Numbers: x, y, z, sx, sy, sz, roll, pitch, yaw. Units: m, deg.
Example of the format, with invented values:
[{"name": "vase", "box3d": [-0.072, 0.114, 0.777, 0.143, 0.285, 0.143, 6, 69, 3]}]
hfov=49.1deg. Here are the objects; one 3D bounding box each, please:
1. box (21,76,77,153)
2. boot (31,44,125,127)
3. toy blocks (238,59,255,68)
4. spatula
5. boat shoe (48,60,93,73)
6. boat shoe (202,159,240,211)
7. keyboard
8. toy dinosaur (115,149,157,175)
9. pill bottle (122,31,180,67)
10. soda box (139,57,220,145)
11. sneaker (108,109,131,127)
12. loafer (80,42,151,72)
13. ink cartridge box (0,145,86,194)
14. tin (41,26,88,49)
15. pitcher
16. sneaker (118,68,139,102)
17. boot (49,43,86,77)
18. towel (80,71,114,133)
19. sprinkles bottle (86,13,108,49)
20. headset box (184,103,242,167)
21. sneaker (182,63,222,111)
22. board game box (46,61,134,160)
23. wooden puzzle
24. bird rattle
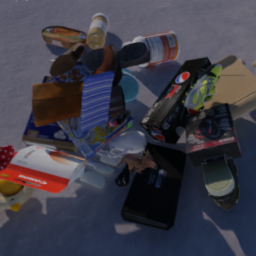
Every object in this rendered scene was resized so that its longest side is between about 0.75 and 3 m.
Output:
[{"name": "box", "box3d": [-2.228, -0.739, 9.379, 1.783, 0.477, 2.943, 8, 66, 10]}, {"name": "boot", "box3d": [-1.517, -1.324, 8.499, 2.705, 0.926, 2.547, -8, 69, 5]}, {"name": "toy blocks", "box3d": [4.615, -1.674, 10.790, 1.333, 1.584, 1.480, 28, 16, -35]}, {"name": "spatula", "box3d": [-1.305, 1.005, 8.518, 2.081, 0.167, 1.447, 17, 43, 23]}, {"name": "boat shoe", "box3d": [-2.364, -2.375, 12.042, 2.230, 0.833, 1.034, 35, 45, 24]}, {"name": "boat shoe", "box3d": [2.543, 1.147, 7.860, 0.930, 0.786, 2.609, -19, 24, 23]}, {"name": "keyboard", "box3d": [0.575, 1.406, 7.639, 1.726, 0.369, 2.875, 14, 35, 10]}, {"name": "toy dinosaur", "box3d": [0.211, 0.823, 7.046, 1.104, 0.748, 0.474, 4, 61, 10]}, {"name": "pill bottle", "box3d": [1.035, -3.595, 12.926, 2.441, 1.369, 1.369, -16, 43, -18]}, {"name": "soda box", "box3d": [1.722, -0.922, 9.124, 2.992, 0.948, 1.059, -53, 30, -18]}, {"name": "sneaker", "box3d": [-0.196, -0.260, 8.093, 0.313, 0.338, 0.839, 2, 32, 45]}, {"name": "loafer", "box3d": [-0.463, -2.456, 10.420, 2.705, 0.852, 0.972, -6, 73, 22]}, {"name": "ink cartridge box", "box3d": [-2.113, 0.949, 6.984, 1.641, 0.507, 2.023, 14, 4, 6]}, {"name": "tin", "box3d": [-3.394, -4.837, 14.979, 2.624, 0.549, 1.470, 20, 41, 18]}, {"name": "pitcher", "box3d": [-0.053, 0.547, 8.673, 1.128, 0.684, 0.968, -4, 42, 9]}, {"name": "sneaker", "box3d": [-1.037, -1.540, 10.866, 2.900, 1.153, 1.893, -8, 28, 2]}, {"name": "boot", "box3d": [-1.941, -2.180, 9.045, 1.496, 0.525, 1.094, -40, 19, -8]}, {"name": "towel", "box3d": [-0.760, -0.650, 6.915, 0.172, 1.442, 1.044, 23, 29, 28]}, {"name": "sprinkles bottle", "box3d": [-1.629, -5.296, 15.201, 0.956, 0.956, 2.803, 1, 41, 1]}, {"name": "headset box", "box3d": [2.300, 0.246, 7.749, 1.315, 0.664, 1.769, -17, 38, 22]}, {"name": "sneaker", "box3d": [2.259, -1.140, 8.091, 0.665, 0.656, 1.739, 35, 73, 15]}, {"name": "board game box", "box3d": [-1.391, -0.622, 8.732, 1.839, 0.468, 2.716, -39, 75, -17]}, {"name": "wooden puzzle", "box3d": [3.278, -1.221, 10.122, 2.566, 0.517, 2.774, -30, 41, 16]}, {"name": "bird rattle", "box3d": [-3.213, 1.417, 7.370, 1.663, 1.149, 2.039, 16, 41, 9]}]
